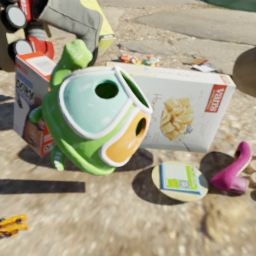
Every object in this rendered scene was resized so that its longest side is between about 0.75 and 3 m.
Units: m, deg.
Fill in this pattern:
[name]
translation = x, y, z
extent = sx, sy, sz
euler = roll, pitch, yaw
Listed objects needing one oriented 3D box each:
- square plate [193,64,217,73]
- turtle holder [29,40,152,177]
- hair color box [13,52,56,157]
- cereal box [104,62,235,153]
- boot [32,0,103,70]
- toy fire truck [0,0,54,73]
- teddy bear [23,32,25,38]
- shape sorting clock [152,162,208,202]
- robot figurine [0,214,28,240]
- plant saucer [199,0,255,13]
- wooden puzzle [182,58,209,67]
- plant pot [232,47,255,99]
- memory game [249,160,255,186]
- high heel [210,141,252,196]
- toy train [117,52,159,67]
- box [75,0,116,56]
[square plate]
translation = 3.699, -2.885, 13.517
extent = 0.839, 0.119, 0.831
euler = -19, 40, -25
[turtle holder]
translation = -0.482, -0.299, 4.333
extent = 1.392, 1.489, 1.960
euler = -38, 41, 18
[hair color box]
translation = -1.965, -0.498, 6.251
extent = 1.127, 2.032, 0.649
euler = 36, 41, 22
[cereal box]
translation = 0.653, -0.319, 5.592
extent = 2.426, 1.745, 0.479
euler = 5, 38, -7
[boot]
translation = -1.580, -2.608, 7.451
extent = 0.773, 1.937, 2.130
euler = 12, 8, 23
[toy fire truck]
translation = -2.472, -2.429, 7.201
extent = 1.443, 1.974, 2.243
euler = -7, 6, 36
[teddy bear]
translation = -2.830, -3.570, 8.809
extent = 2.527, 0.844, 1.832
euler = -23, 28, 55
[shape sorting clock]
translation = 1.335, 1.371, 7.295
extent = 1.462, 0.287, 1.462
euler = 3, 31, -2
[robot figurine]
translation = -2.638, 2.198, 6.177
extent = 0.787, 0.229, 0.570
euler = -13, 37, -19
[plant saucer]
translation = 3.020, -3.492, 7.480
extent = 2.313, 0.416, 2.313
euler = 11, 18, -4
[wooden puzzle]
translation = 2.007, -1.937, 8.306
extent = 0.634, 0.075, 1.068
euler = 12, 29, 29
[plant pot]
translation = 3.647, -1.407, 6.987
extent = 1.952, 1.952, 1.693
euler = -19, 20, -25
[memory game]
translation = 4.452, 1.411, 7.363
extent = 2.472, 0.157, 2.472
euler = 0, 34, 0
[high heel]
translation = 2.783, 0.945, 7.628
extent = 0.904, 0.635, 1.885
euler = 19, 51, 9
[toy train]
translation = 0.510, -3.456, 13.923
extent = 2.122, 0.590, 1.594
euler = 0, 35, 1
[box]
translation = -1.575, -3.932, 9.498
extent = 0.727, 1.092, 2.901
euler = -24, 83, -42
